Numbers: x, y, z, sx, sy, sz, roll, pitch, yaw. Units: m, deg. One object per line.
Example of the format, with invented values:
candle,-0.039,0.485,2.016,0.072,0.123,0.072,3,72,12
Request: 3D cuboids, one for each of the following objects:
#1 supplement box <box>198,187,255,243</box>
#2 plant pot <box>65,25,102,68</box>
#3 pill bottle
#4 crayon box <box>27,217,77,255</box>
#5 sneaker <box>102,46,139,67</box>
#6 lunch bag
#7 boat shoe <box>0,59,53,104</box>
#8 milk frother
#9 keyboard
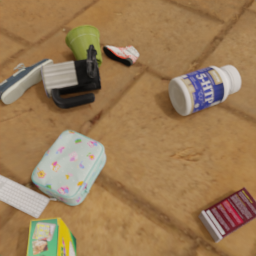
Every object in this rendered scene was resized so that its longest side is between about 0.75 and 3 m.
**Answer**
supplement box,3.283,2.759,8.968,1.775,0.540,0.966,-24,59,-14
plant pot,-1.846,-3.452,12.615,1.634,1.634,1.551,-16,69,-11
pill bottle,3.084,-1.597,11.254,2.569,1.537,1.537,-21,59,-12
crayon box,-1.876,4.002,7.019,0.816,2.415,2.799,-4,57,-3
sneaker,-0.319,-3.545,13.139,1.661,0.555,0.890,30,60,14
lunch bag,-1.947,1.397,9.634,1.927,0.926,2.403,23,59,12
boat shoe,-4.442,-2.158,11.980,0.854,1.035,2.763,41,74,11
milk frother,-2.262,-2.211,11.051,2.256,2.399,2.165,-12,45,-7
keyboard,-3.967,2.228,9.567,2.591,0.138,0.729,21,59,13
